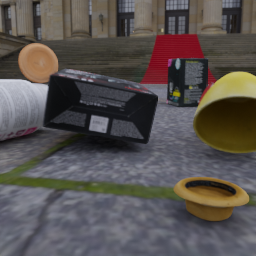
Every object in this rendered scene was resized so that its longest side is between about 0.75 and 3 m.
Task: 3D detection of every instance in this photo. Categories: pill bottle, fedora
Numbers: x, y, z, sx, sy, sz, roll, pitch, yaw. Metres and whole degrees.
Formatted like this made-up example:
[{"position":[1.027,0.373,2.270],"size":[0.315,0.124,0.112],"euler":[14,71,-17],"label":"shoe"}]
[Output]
[{"position":[-3.132,-0.477,7.196],"size":[1.505,1.505,2.655],"euler":[5,12,24],"label":"pill bottle"},{"position":[0.968,0.862,3.336],"size":[0.855,0.349,0.855],"euler":[2,11,0],"label":"fedora"}]

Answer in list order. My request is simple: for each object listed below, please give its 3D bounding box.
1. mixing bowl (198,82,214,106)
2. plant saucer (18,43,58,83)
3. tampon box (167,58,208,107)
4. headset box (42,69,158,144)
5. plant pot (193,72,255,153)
[{"position":[2.280,-0.472,7.196],"size":[0.691,1.276,1.276],"euler":[-42,5,10],"label":"mixing bowl"},{"position":[-2.514,-1.844,7.944],"size":[1.113,1.113,0.180],"euler":[-8,1,-34],"label":"plant saucer"},{"position":[3.084,-2.431,14.843],"size":[1.537,2.434,1.824],"euler":[-2,11,-11],"label":"tampon box"},{"position":[-0.694,-0.689,7.007],"size":[2.214,1.149,2.975],"euler":[10,14,-8],"label":"headset box"},{"position":[2.211,-0.441,5.681],"size":[1.651,1.651,1.172],"euler":[4,50,18],"label":"plant pot"}]
